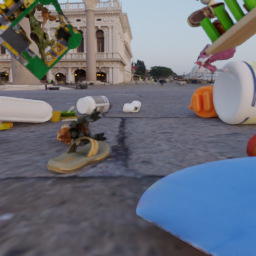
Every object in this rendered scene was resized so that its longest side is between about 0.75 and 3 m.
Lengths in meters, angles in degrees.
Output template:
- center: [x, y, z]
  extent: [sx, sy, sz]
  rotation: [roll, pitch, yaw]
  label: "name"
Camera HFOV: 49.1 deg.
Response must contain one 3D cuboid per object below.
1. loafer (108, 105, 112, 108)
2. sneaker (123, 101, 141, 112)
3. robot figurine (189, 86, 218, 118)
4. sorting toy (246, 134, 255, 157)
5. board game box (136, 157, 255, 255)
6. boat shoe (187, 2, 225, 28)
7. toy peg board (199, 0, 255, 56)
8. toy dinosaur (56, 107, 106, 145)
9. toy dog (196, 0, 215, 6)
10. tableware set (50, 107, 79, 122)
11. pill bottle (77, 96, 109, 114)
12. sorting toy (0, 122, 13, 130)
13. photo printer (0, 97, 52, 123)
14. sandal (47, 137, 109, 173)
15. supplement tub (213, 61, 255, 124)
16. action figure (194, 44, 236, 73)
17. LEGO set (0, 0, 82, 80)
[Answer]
- center: [-1.338, -1.227, 15.183]
  extent: [0.958, 0.340, 0.350]
  rotation: [0, 10, 1]
  label: "loafer"
- center: [0.324, -0.962, 13.434]
  extent: [0.568, 0.498, 1.417]
  rotation: [14, 21, 25]
  label: "sneaker"
- center: [3.457, -1.107, 11.649]
  extent: [2.222, 1.598, 1.296]
  rotation: [-10, 56, -50]
  label: "robot figurine"
- center: [3.184, 0.465, 4.809]
  extent: [2.056, 0.713, 0.708]
  rotation: [-2, 33, 1]
  label: "sorting toy"
- center: [1.452, 0.853, 2.365]
  extent: [2.206, 0.544, 2.792]
  rotation: [-12, 9, -32]
  label: "board game box"
- center: [1.887, -2.759, 6.722]
  extent: [1.072, 0.387, 0.386]
  rotation: [-26, -3, -20]
  label: "boat shoe"
- center: [2.341, -2.302, 5.763]
  extent: [1.435, 0.705, 1.441]
  rotation: [-25, -7, -37]
  label: "toy peg board"
- center: [-1.168, 0.139, 6.536]
  extent: [1.129, 0.850, 1.663]
  rotation: [-12, 25, 14]
  label: "toy dinosaur"
- center: [2.446, -4.056, 8.280]
  extent: [0.852, 1.292, 0.622]
  rotation: [22, -35, -19]
  label: "toy dog"
- center: [-3.142, -0.627, 11.346]
  extent: [1.911, 0.435, 2.837]
  rotation: [-6, 11, -29]
  label: "tableware set"
- center: [-1.593, -1.039, 12.688]
  extent: [0.793, 0.793, 1.393]
  rotation: [7, 11, 35]
  label: "pill bottle"
- center: [-4.735, -0.019, 8.224]
  extent: [2.399, 0.321, 1.787]
  rotation: [3, 7, -18]
  label: "sorting toy"
- center: [-3.873, -0.610, 9.449]
  extent: [1.873, 0.782, 2.251]
  rotation: [5, 2, 36]
  label: "photo printer"
- center: [-0.843, 0.410, 5.123]
  extent: [0.642, 0.432, 1.599]
  rotation: [5, 11, 26]
  label: "sandal"
- center: [4.715, -1.198, 9.634]
  extent: [2.942, 2.133, 2.133]
  rotation: [-1, 9, -10]
  label: "supplement tub"
- center: [2.560, -2.298, 8.587]
  extent: [1.593, 1.067, 1.186]
  rotation: [-29, 31, -18]
  label: "action figure"
- center: [-2.709, -2.799, 7.319]
  extent: [1.702, 2.259, 2.937]
  rotation: [40, 2, 16]
  label: "LEGO set"
